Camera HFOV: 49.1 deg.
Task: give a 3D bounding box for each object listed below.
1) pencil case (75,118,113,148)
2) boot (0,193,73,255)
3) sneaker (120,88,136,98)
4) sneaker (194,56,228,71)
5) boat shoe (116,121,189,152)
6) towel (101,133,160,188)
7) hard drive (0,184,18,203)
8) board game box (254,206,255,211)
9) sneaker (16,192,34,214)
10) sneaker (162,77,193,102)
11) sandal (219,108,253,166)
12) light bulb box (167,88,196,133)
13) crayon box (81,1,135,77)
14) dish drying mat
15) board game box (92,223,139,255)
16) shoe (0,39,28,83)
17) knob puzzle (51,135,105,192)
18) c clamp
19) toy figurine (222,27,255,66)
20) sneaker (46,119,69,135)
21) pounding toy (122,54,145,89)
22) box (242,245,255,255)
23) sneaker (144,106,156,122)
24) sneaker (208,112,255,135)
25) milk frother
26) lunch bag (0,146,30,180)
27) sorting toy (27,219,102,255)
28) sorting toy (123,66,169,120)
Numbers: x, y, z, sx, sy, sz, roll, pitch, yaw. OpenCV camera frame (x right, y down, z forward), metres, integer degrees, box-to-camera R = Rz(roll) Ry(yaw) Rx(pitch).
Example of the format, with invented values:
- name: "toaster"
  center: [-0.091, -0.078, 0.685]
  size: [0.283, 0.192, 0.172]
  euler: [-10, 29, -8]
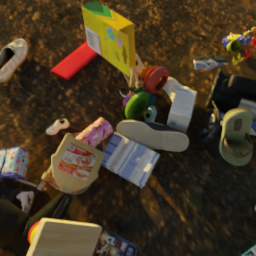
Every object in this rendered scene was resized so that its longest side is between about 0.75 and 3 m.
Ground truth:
- name: "pencil case"
  center: [-1.296, 0.370, 9.885]
  size: [0.696, 0.728, 1.682]
  euler: [42, 65, 11]
- name: "boot"
  center: [-3.099, 2.698, 8.436]
  size: [2.009, 0.907, 2.452]
  euler: [26, 66, 8]
- name: "sneaker"
  center: [0.052, -1.415, 11.315]
  size: [0.368, 0.563, 1.007]
  euler: [-36, 65, -22]
- name: "sneaker"
  center: [3.556, -2.784, 12.103]
  size: [1.424, 0.549, 0.539]
  euler: [3, 35, 12]
- name: "boat shoe"
  center: [0.905, 0.252, 10.300]
  size: [2.649, 0.962, 0.831]
  euler: [12, 18, 13]
- name: "towel"
  center: [0.008, 1.067, 9.739]
  size: [1.890, 0.225, 1.388]
  euler: [27, 65, 14]
- name: "hard drive"
  center: [-4.283, 2.441, 9.003]
  size: [0.884, 0.277, 1.311]
  euler: [22, 61, 5]
- name: "board game box"
  center: [5.364, 2.969, 8.497]
  size: [2.585, 0.303, 1.354]
  euler: [2, 37, 1]
- name: "sneaker"
  center: [-3.392, 2.422, 9.062]
  size: [0.459, 0.300, 0.799]
  euler: [5, 53, 5]
- name: "sneaker"
  center: [1.852, -1.470, 11.314]
  size: [1.678, 0.628, 0.836]
  euler: [30, 62, 18]
- name: "sandal"
  center: [3.438, 0.483, 8.808]
  size: [1.041, 2.622, 0.748]
  euler: [-15, 47, 11]
- name: "light bulb box"
  center: [1.963, -0.606, 10.410]
  size: [0.772, 1.226, 1.237]
  euler: [15, 58, 8]
- name: "crayon box"
  center: [-0.579, -3.265, 10.267]
  size: [0.696, 1.741, 2.742]
  euler: [-32, 56, -22]
- name: "dish drying mat"
  center: [-2.104, -3.154, 12.566]
  size: [1.086, 0.257, 2.827]
  euler: [29, 63, 27]
- name: "board game box"
  center: [-0.616, 3.667, 8.273]
  size: [1.588, 0.275, 1.076]
  euler: [23, 60, 14]
- name: "shoe"
  center: [-5.145, -3.117, 12.321]
  size: [0.885, 0.676, 2.531]
  euler: [9, 58, 6]
- name: "knob puzzle"
  center: [-1.756, 1.291, 9.203]
  size: [1.850, 0.257, 1.850]
  euler: [1, 86, -25]
- name: "c clamp"
  center: [-2.150, 1.150, 9.753]
  size: [2.338, 0.371, 2.737]
  euler: [23, 58, 12]
- name: "toy figurine"
  center: [4.809, -3.749, 12.783]
  size: [2.231, 1.177, 1.336]
  euler: [-35, 34, -26]
- name: "sneaker"
  center: [-2.695, -0.088, 10.541]
  size: [0.916, 0.455, 0.357]
  euler: [-32, 63, -19]
- name: "pounding toy"
  center: [0.387, -2.243, 11.355]
  size: [0.698, 1.340, 1.525]
  euler: [-17, 61, -15]
- name: "box"
  center: [3.774, 3.751, 8.232]
  size: [1.062, 0.261, 0.437]
  euler: [-27, 62, -16]
- name: "sneaker"
  center: [0.847, -0.593, 10.746]
  size: [0.372, 0.611, 0.935]
  euler: [-1, 56, 16]
- name: "sneaker"
  center: [3.931, 0.062, 10.365]
  size: [1.908, 0.718, 0.841]
  euler: [16, 63, 21]
- name: "milk frother"
  center: [4.119, -0.533, 10.237]
  size: [2.532, 2.429, 2.692]
  euler: [18, 102, 11]
- name: "lunch bag"
  center: [-4.223, 1.255, 9.678]
  size: [1.347, 0.633, 1.014]
  euler: [-6, 63, 14]
- name: "sorting toy"
  center: [-1.905, 3.353, 7.349]
  size: [0.688, 1.978, 1.966]
  euler: [13, 79, 44]
- name: "sorting toy"
  center: [0.513, -1.456, 10.849]
  size: [0.991, 1.451, 2.415]
  euler: [40, 84, 23]
